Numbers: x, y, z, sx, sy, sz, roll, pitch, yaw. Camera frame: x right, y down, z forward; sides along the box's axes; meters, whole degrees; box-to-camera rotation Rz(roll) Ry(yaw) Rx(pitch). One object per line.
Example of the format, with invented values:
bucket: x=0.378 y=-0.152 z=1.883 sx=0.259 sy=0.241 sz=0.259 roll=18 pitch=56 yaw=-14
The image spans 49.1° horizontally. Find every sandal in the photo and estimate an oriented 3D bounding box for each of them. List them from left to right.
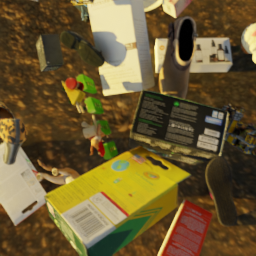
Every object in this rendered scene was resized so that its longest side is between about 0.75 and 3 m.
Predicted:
sandal: x=3.162 y=2.162 z=9.621 sx=0.882 sy=0.529 sz=2.349 roll=-10 pitch=88 yaw=3

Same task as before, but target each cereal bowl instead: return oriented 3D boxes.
cereal bowl: x=0.303 y=-4.517 z=8.319 sx=1.973 sy=1.973 sz=0.822 roll=3 pitch=62 yaw=1

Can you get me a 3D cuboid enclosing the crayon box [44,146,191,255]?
crayon box: x=-0.166 y=1.533 z=6.276 sx=2.813 sy=0.715 sz=1.786 roll=-25 pitch=36 yaw=-30

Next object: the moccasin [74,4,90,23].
moccasin: x=-1.382 y=-3.938 z=9.869 sx=1.399 sy=0.563 sz=0.477 roll=38 pitch=100 yaw=9

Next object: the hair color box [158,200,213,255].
hair color box: x=1.083 y=3.164 z=6.589 sx=0.820 sy=1.359 sz=2.677 roll=25 pitch=43 yaw=16

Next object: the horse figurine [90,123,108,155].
horse figurine: x=-0.772 y=0.327 z=7.154 sx=0.194 sy=0.516 sz=0.779 roll=13 pitch=63 yaw=29

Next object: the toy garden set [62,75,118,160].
toy garden set: x=-1.111 y=-0.256 z=8.073 sx=0.507 sy=2.119 sz=2.542 roll=-19 pitch=89 yaw=8

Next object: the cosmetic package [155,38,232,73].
cosmetic package: x=2.509 y=-2.848 z=10.980 sx=2.843 sy=0.720 sz=1.173 roll=-1 pitch=72 yaw=0

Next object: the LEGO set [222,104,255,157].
LEGO set: x=3.315 y=0.000 z=7.858 sx=1.349 sy=1.754 sz=1.016 roll=10 pitch=111 yaw=-25

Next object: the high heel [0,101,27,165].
high heel: x=-3.413 y=-0.410 z=7.770 sx=0.877 sy=1.751 sz=2.457 roll=-10 pitch=59 yaw=-37

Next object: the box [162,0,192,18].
box: x=1.272 y=-3.272 z=7.027 sx=0.426 sy=0.500 sz=0.782 roll=42 pitch=88 yaw=23

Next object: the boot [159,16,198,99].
boot: x=1.523 y=-1.859 z=8.433 sx=0.966 sy=2.010 sz=2.749 roll=-2 pitch=92 yaw=-1

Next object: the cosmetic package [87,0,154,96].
cosmetic package: x=-0.173 y=-2.384 z=8.050 sx=1.373 sy=1.000 sz=2.701 roll=-5 pitch=103 yaw=28

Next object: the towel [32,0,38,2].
towel: x=-2.571 y=-3.602 z=6.892 sx=0.940 sy=0.402 sz=0.778 roll=13 pitch=76 yaw=-5

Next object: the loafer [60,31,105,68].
loafer: x=-1.176 y=-2.234 z=7.774 sx=1.410 sy=0.513 sz=0.510 roll=40 pitch=37 yaw=-2

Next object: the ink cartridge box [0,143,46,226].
ink cartridge box: x=-3.855 y=1.816 z=9.591 sx=1.420 sy=0.656 sz=2.607 roll=-36 pitch=78 yaw=-10

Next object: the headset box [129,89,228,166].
headset box: x=1.197 y=0.137 z=7.725 sx=2.176 sy=2.499 sz=1.159 roll=15 pitch=77 yaw=3

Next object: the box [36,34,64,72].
box: x=-2.477 y=-2.343 z=8.824 sx=0.576 sy=0.914 sz=0.930 roll=-11 pitch=94 yaw=-25

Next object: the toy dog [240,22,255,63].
toy dog: x=3.917 y=-2.245 z=7.538 sx=1.725 sy=1.241 sz=1.779 roll=-16 pitch=50 yaw=-45

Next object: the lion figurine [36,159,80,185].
lion figurine: x=-1.410 y=1.585 z=7.641 sx=2.214 sy=1.356 sz=0.802 roll=43 pitch=106 yaw=25

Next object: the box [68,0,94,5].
box: x=-1.058 y=-3.601 z=7.018 sx=0.780 sy=0.241 sz=0.976 roll=15 pitch=87 yaw=35
